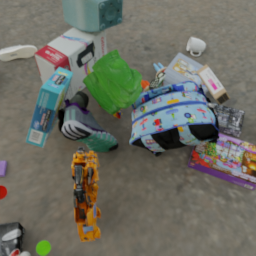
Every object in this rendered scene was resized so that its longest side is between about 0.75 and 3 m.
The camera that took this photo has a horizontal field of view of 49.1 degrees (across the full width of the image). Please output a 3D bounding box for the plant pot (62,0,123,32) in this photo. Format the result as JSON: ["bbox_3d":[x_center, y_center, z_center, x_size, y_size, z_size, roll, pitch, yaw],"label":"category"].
[{"bbox_3d":[-1.223,-4.752,10.730,1.923,1.918,1.959,-30,58,-26],"label":"plant pot"}]

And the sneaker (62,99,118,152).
[{"bbox_3d":[-1.132,-0.020,9.242,1.011,2.717,1.189,-16,66,18],"label":"sneaker"}]

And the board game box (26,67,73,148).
[{"bbox_3d":[-2.552,-0.782,9.362,0.587,1.890,2.503,20,23,-10],"label":"board game box"}]

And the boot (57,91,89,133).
[{"bbox_3d":[-1.956,-0.238,9.727,0.679,2.007,1.311,25,52,16],"label":"boot"}]

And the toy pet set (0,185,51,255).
[{"bbox_3d":[-3.695,3.494,7.515,2.783,1.583,2.980,-36,93,-24],"label":"toy pet set"}]

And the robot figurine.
[{"bbox_3d":[-1.138,1.751,7.765,0.718,2.468,1.789,-2,21,-5],"label":"robot figurine"}]

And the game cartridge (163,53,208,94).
[{"bbox_3d":[2.500,-2.105,11.533,1.877,0.585,2.819,28,38,6],"label":"game cartridge"}]

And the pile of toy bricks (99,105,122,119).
[{"bbox_3d":[-0.815,-1.088,11.290,0.808,0.908,1.636,-22,54,16],"label":"pile of toy bricks"}]

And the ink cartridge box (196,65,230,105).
[{"bbox_3d":[2.641,-1.319,8.678,0.412,0.903,1.096,-35,69,18],"label":"ink cartridge box"}]

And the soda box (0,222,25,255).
[{"bbox_3d":[-3.367,3.700,7.663,0.724,0.648,2.046,-5,53,-4],"label":"soda box"}]

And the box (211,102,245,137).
[{"bbox_3d":[3.752,-0.350,10.951,1.420,0.353,1.119,17,54,13],"label":"box"}]

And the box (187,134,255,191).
[{"bbox_3d":[3.418,1.035,9.823,2.291,0.448,1.567,19,55,14],"label":"box"}]

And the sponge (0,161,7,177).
[{"bbox_3d":[-4.775,1.464,9.694,1.019,0.152,0.568,-6,53,-4],"label":"sponge"}]

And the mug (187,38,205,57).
[{"bbox_3d":[3.292,-3.860,13.540,0.757,0.637,0.863,12,83,-6],"label":"mug"}]

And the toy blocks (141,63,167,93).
[{"bbox_3d":[1.257,-1.884,11.875,1.753,0.764,2.103,-20,55,-15],"label":"toy blocks"}]

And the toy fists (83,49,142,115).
[{"bbox_3d":[-0.429,-1.229,8.322,0.982,2.856,1.456,-35,97,-20],"label":"toy fists"}]

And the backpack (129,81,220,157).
[{"bbox_3d":[1.290,-0.305,8.663,2.720,2.980,2.005,-15,79,21],"label":"backpack"}]

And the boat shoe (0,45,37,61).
[{"bbox_3d":[-5.261,-3.660,13.395,1.769,0.637,0.606,-17,55,-1],"label":"boat shoe"}]

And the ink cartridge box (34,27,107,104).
[{"bbox_3d":[-2.216,-2.774,11.697,1.206,2.122,2.912,31,59,22],"label":"ink cartridge box"}]

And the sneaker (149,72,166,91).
[{"bbox_3d":[0.994,-1.449,9.176,0.316,0.364,0.821,24,63,39],"label":"sneaker"}]
